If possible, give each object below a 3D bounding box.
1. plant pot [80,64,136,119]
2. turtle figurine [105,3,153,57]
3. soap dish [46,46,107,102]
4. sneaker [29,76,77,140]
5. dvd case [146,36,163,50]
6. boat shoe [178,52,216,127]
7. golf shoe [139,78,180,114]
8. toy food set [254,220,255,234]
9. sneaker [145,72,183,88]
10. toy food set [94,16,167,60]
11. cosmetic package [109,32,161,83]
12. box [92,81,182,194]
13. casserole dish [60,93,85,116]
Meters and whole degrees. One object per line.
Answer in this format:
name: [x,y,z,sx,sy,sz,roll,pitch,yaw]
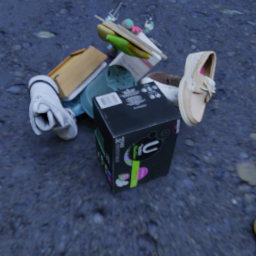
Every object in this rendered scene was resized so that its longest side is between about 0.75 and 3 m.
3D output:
plant pot: [-0.635,-1.297,9.933,1.656,1.622,1.656,17,56,-27]
turtle figurine: [-0.105,-4.243,12.577,2.134,2.850,1.435,18,68,-4]
soap dish: [-2.126,-2.026,10.546,1.859,0.960,2.363,3,47,50]
sneaker: [-2.470,-0.208,9.285,1.055,2.808,1.614,-16,45,3]
dvd case: [0.859,-3.485,11.566,1.013,0.761,0.125,15,77,47]
boat shoe: [2.331,-1.393,9.111,0.966,1.030,2.794,-12,57,43]
golf shoe: [1.453,-1.262,10.401,1.175,2.552,0.927,-31,50,33]
toy food set: [4.451,3.189,7.965,1.706,0.496,2.471,15,51,12]
sneaker: [1.898,-1.805,11.200,2.562,0.968,0.902,2,86,-31]
toy food set: [-0.123,-2.634,8.641,1.974,0.574,2.860,25,15,-28]
cosmetic package: [0.078,-2.476,11.280,1.232,2.383,1.040,39,29,-16]
box: [0.165,0.349,8.786,2.110,2.841,1.766,-17,50,-17]
casserole dish: [-2.074,-0.991,10.731,0.901,0.289,1.487,-44,45,-15]
